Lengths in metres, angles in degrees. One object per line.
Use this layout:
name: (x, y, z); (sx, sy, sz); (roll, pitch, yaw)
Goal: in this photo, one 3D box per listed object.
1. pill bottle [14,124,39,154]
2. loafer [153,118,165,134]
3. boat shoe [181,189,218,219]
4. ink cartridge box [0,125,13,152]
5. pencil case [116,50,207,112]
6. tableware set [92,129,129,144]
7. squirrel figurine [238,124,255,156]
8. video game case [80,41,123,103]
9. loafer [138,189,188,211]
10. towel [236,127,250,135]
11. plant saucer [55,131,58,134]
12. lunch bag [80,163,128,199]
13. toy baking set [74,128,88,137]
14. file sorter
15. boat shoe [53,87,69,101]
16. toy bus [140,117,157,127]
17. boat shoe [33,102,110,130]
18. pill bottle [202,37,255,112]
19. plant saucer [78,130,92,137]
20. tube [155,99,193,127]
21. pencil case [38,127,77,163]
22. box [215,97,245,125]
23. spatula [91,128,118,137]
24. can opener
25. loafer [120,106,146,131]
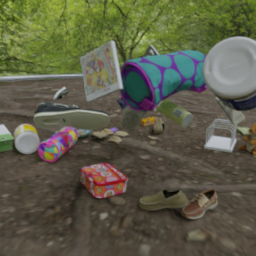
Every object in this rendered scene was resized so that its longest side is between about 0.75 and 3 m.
pill bottle: (-4.531, 0.431, 12.455); (0.993, 0.993, 1.818); (-7, 18, -21)
loafer: (1.704, -0.067, 15.001); (0.532, 0.600, 1.578); (5, 27, 14)
boat shoe: (1.962, 2.059, 7.734); (1.412, 0.507, 0.535); (-15, 22, -41)
ink cartridge box: (-5.911, 0.587, 12.342); (1.309, 0.747, 2.521); (-10, 19, -31)
pencil case: (1.052, -1.296, 7.433); (2.901, 1.341, 1.235); (-24, -3, -42)
tableware set: (-0.861, 0.355, 13.965); (1.444, 0.201, 1.729); (13, 16, 18)
squirrel figurine: (5.581, 0.431, 12.032); (1.312, 1.225, 0.929); (-5, 17, -16)
video game case: (-0.426, -0.842, 4.269); (0.685, 0.752, 0.086); (-17, -12, 35)
loafer: (0.941, 1.959, 7.789); (1.414, 0.477, 0.538); (-11, 11, 18)
towel: (6.207, 0.168, 14.807); (0.750, 0.184, 1.011); (0, 16, -4)
plant saucer: (-3.466, 0.222, 14.703); (0.754, 0.145, 0.754); (0, 16, 0)
lunch bag: (-0.722, 1.658, 9.049); (1.331, 0.619, 1.512); (-5, 17, -31)
toy baking set: (-2.747, 0.283, 14.119); (1.302, 0.197, 1.696); (-3, 19, 8)
file sorter: (4.291, 0.297, 12.845); (1.164, 1.045, 1.678); (9, 18, 26)
boat shoe: (-2.843, -1.417, 11.946); (0.307, 0.341, 0.965); (36, 41, -3)
toy bus: (1.202, -0.371, 16.249); (1.037, 0.406, 0.338); (-13, 19, -38)
boat shoe: (-2.221, -0.576, 11.345); (2.996, 1.076, 1.013); (2, 47, -2)
pill bottle: (2.607, -1.059, 6.454); (1.250, 1.250, 2.251); (10, -3, 32)
plant saucer: (-2.224, 0.260, 14.180); (0.964, 0.186, 0.964); (-18, 21, 7)
tube: (1.226, -0.598, 8.661); (0.510, 0.457, 1.759); (14, 18, -44)
pencil case: (-2.904, 0.612, 11.847); (1.009, 1.009, 2.282); (2, 18, 8)
box: (4.306, -0.826, 11.870); (0.569, 1.384, 0.473); (-38, 8, 9)
spatula: (-1.268, 0.246, 14.588); (1.570, 0.161, 0.444); (-14, 19, -38)
can opener: (1.571, -2.625, 12.542); (1.000, 0.798, 2.992); (2, 44, -34)
loafer: (0.538, -1.159, 10.366); (0.998, 2.855, 0.996); (30, 33, -5)
